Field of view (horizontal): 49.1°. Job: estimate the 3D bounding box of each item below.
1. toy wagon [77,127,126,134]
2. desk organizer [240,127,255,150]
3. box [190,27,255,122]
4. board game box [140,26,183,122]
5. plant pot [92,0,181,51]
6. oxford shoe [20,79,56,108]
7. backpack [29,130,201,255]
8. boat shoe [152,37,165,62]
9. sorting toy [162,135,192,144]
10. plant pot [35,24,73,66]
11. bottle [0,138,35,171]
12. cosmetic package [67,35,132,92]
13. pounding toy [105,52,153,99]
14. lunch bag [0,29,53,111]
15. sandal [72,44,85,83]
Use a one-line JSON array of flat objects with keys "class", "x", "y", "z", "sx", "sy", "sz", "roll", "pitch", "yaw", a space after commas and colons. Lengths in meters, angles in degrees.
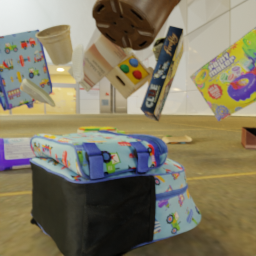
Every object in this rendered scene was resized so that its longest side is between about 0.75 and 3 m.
[{"class": "toy wagon", "x": -1.123, "y": 0.215, "z": 12.958, "sx": 2.324, "sy": 0.460, "sz": 1.803, "roll": 0, "pitch": 5, "yaw": 3}, {"class": "desk organizer", "x": 4.465, "y": 0.353, "z": 10.161, "sx": 0.595, "sy": 0.639, "sz": 1.660, "roll": 1, "pitch": 5, "yaw": 17}, {"class": "box", "x": 3.757, "y": -1.814, "z": 8.099, "sx": 2.595, "sy": 1.644, "sz": 2.695, "roll": -27, "pitch": -6, "yaw": -42}, {"class": "board game box", "x": 0.896, "y": -1.268, "z": 7.067, "sx": 0.359, "sy": 2.078, "sz": 1.408, "roll": 19, "pitch": -3, "yaw": 13}, {"class": "plant pot", "x": 0.215, "y": -2.611, "z": 5.563, "sx": 1.738, "sy": 1.721, "sz": 1.738, "roll": 23, "pitch": -19, "yaw": 8}, {"class": "oxford shoe", "x": -2.730, "y": -0.991, "z": 8.486, "sx": 1.311, "sy": 0.379, "sz": 0.493, "roll": 40, "pitch": 10, "yaw": -47}, {"class": "backpack", "x": -0.083, "y": 0.651, "z": 3.237, "sx": 1.789, "sy": 1.203, "sz": 1.633, "roll": -2, "pitch": 4, "yaw": -33}, {"class": "boat shoe", "x": 1.302, "y": -2.815, "z": 9.875, "sx": 0.882, "sy": 0.738, "sz": 2.469, "roll": -15, "pitch": 24, "yaw": 16}, {"class": "sorting toy", "x": 1.931, "y": 0.470, "z": 11.432, "sx": 1.013, "sy": 0.202, "sz": 1.371, "roll": -5, "pitch": 8, "yaw": -3}, {"class": "plant pot", "x": -2.209, "y": -2.584, "z": 8.870, "sx": 1.110, "sy": 1.016, "sz": 1.110, "roll": -8, "pitch": 36, "yaw": 6}, {"class": "bottle", "x": -2.143, "y": 0.572, "z": 6.881, "sx": 2.237, "sy": 0.730, "sz": 0.934, "roll": -3, "pitch": 4, "yaw": -26}, {"class": "cosmetic package", "x": -0.878, "y": -2.121, "z": 8.703, "sx": 1.900, "sy": 0.982, "sz": 0.829, "roll": -37, "pitch": 15, "yaw": 33}, {"class": "pounding toy", "x": 0.500, "y": -2.202, "z": 11.818, "sx": 2.170, "sy": 1.907, "sz": 0.993, "roll": -42, "pitch": 0, "yaw": -37}, {"class": "lunch bag", "x": -3.961, "y": -2.000, "z": 10.300, "sx": 1.268, "sy": 2.695, "sz": 2.029, "roll": 2, "pitch": 24, "yaw": 42}, {"class": "sandal", "x": -1.363, "y": -1.805, "z": 7.878, "sx": 0.428, "sy": 1.053, "sz": 0.259, "roll": 7, "pitch": 6, "yaw": 32}]
